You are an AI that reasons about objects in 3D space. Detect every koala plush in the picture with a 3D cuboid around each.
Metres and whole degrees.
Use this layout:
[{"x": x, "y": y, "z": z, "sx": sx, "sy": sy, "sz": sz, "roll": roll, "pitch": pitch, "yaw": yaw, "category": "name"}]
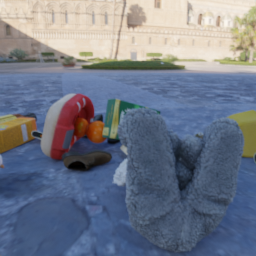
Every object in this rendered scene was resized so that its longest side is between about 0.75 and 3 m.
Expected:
[{"x": 0.710, "y": 1.008, "z": 5.784, "sx": 2.285, "sy": 2.368, "sz": 2.576, "roll": 7, "pitch": -7, "yaw": -9, "category": "koala plush"}]

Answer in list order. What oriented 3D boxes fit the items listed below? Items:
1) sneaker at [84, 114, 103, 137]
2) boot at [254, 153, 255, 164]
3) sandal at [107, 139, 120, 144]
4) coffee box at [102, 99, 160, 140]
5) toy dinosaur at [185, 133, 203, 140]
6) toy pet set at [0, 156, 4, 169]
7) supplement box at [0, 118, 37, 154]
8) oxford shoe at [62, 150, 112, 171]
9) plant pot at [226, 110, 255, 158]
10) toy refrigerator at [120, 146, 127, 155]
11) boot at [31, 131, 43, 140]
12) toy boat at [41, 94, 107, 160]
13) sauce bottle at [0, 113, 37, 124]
[{"x": -1.584, "y": -0.163, "z": 11.824, "sx": 0.801, "sy": 0.716, "sz": 1.955, "roll": 3, "pitch": 15, "yaw": 12, "category": "sneaker"}, {"x": 4.644, "y": 0.966, "z": 7.948, "sx": 1.194, "sy": 0.599, "sz": 1.654, "roll": -4, "pitch": 12, "yaw": -19, "category": "boot"}, {"x": -0.321, "y": 0.293, "z": 10.876, "sx": 0.508, "sy": 0.323, "sz": 1.351, "roll": 8, "pitch": 17, "yaw": 26, "category": "sandal"}, {"x": 0.162, "y": -0.148, "z": 9.495, "sx": 2.124, "sy": 1.306, "sz": 0.467, "roll": 13, "pitch": -5, "yaw": -40, "category": "coffee box"}, {"x": 2.032, "y": 0.904, "z": 8.080, "sx": 1.176, "sy": 0.885, "sz": 2.299, "roll": -10, "pitch": 18, "yaw": 33, "category": "toy dinosaur"}, {"x": -3.933, "y": 0.399, "z": 5.784, "sx": 1.511, "sy": 2.846, "sz": 2.657, "roll": -20, "pitch": 37, "yaw": 25, "category": "toy pet set"}, {"x": -4.357, "y": 0.283, "z": 9.986, "sx": 0.817, "sy": 0.845, "sz": 2.457, "roll": 3, "pitch": 18, "yaw": 20, "category": "supplement box"}, {"x": -1.131, "y": 1.011, "z": 8.097, "sx": 1.457, "sy": 0.529, "sz": 0.615, "roll": -5, "pitch": 36, "yaw": -21, "category": "oxford shoe"}, {"x": 3.778, "y": 0.244, "z": 9.377, "sx": 1.369, "sy": 1.338, "sz": 1.329, "roll": -7, "pitch": 15, "yaw": 1, "category": "plant pot"}, {"x": 0.096, "y": 0.747, "z": 8.939, "sx": 0.348, "sy": 0.321, "sz": 0.918, "roll": 34, "pitch": 1, "yaw": -25, "category": "toy refrigerator"}, {"x": -3.079, "y": 0.388, "z": 10.536, "sx": 0.939, "sy": 0.340, "sz": 0.677, "roll": 24, "pitch": -6, "yaw": 9, "category": "boot"}, {"x": -1.571, "y": -0.017, "z": 9.391, "sx": 1.886, "sy": 1.882, "sz": 2.885, "roll": 17, "pitch": 18, "yaw": -2, "category": "toy boat"}, {"x": -4.849, "y": -0.138, "z": 11.592, "sx": 0.843, "sy": 0.843, "sz": 2.555, "roll": 7, "pitch": 15, "yaw": 26, "category": "sauce bottle"}]
